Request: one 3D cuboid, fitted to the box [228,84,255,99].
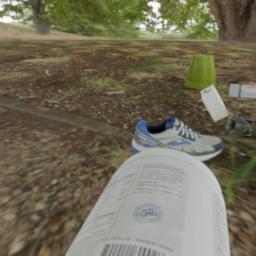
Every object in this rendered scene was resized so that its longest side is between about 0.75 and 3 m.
[{"bbox_3d":[5.103,-1.547,11.887,1.548,0.319,1.207,9,23,20],"label":"box"}]

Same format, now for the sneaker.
[{"bbox_3d":[1.149,0.222,6.518,2.152,0.917,0.829,2,21,3],"label":"sneaker"}]

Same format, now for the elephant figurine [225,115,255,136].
[{"bbox_3d":[3.220,-0.059,7.807,0.889,0.629,0.689,5,45,-32],"label":"elephant figurine"}]

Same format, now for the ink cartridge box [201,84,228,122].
[{"bbox_3d":[2.821,-0.868,9.287,0.490,0.853,1.457,-28,13,20],"label":"ink cartridge box"}]

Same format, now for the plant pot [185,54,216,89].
[{"bbox_3d":[3.525,-2.771,13.466,1.501,1.445,1.501,0,21,0],"label":"plant pot"}]

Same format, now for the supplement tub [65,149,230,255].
[{"bbox_3d":[0.216,1.349,2.759,1.558,1.558,2.361,6,21,14],"label":"supplement tub"}]
